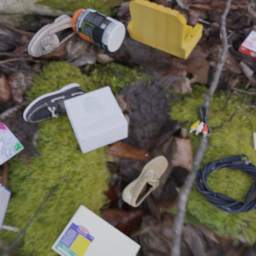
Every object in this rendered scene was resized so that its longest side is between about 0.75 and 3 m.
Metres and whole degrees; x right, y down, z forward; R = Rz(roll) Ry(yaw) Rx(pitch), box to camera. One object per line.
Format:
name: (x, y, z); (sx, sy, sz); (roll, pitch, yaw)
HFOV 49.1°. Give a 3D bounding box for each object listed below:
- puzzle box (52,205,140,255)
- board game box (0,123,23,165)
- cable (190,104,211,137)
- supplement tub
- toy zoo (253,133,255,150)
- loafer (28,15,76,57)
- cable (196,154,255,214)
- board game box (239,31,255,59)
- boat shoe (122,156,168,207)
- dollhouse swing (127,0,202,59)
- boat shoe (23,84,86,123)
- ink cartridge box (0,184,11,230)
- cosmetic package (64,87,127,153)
puzzle box: (-0.908, 3.437, 8.087); (2.146, 0.273, 1.428); (35, 64, 3)
board game box: (-4.863, 0.668, 10.236); (1.465, 0.190, 1.465); (-39, 65, -21)
cable: (2.898, -0.276, 10.702); (0.783, 0.406, 1.613); (20, 59, 9)
supplement tub: (-1.391, -4.508, 12.798); (2.234, 1.369, 1.369); (32, 63, 18)
toy zoo: (5.192, 0.573, 10.341); (1.065, 0.109, 0.698); (8, 58, 5)
loafer: (-3.344, -4.194, 12.873); (0.902, 1.032, 2.869); (29, 59, 9)
cable: (3.389, 1.907, 9.307); (2.341, 0.595, 1.910); (-13, 64, -10)
board game box: (6.179, -3.670, 12.878); (1.672, 0.337, 1.279); (33, 64, 19)
boat shoe: (0.661, 1.657, 8.597); (1.878, 0.669, 0.606); (-44, 38, -20)
dollhouse swing: (1.696, -4.873, 12.351); (2.893, 2.544, 2.629); (26, 62, 17)
boat shoe: (-2.734, -0.839, 10.799); (2.526, 0.933, 0.762); (-31, 58, -27)
ink cartridge box: (-5.205, 2.566, 8.562); (2.562, 0.978, 1.748); (4, 58, 0)
cosmetic package: (-1.172, -0.293, 10.298); (1.773, 1.094, 1.779); (-20, 60, -12)
